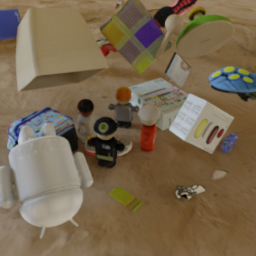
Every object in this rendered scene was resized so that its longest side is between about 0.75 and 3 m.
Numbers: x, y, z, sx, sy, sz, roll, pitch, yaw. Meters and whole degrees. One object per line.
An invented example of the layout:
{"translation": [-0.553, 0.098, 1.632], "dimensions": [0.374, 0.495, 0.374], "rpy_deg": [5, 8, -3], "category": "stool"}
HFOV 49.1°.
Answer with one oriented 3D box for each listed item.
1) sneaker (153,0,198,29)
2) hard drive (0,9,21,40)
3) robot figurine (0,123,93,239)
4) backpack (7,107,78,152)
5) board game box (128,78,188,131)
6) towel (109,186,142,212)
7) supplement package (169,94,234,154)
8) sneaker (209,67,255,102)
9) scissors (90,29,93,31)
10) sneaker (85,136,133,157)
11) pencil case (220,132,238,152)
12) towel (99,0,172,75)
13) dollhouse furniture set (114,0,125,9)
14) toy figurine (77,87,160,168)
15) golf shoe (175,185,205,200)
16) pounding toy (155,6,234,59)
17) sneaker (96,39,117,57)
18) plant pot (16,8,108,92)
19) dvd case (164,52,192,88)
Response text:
{"translation": [2.148, -5.069, 12.237], "dimensions": [2.333, 0.860, 1.012], "rpy_deg": [-29, 0, 25], "category": "sneaker"}
{"translation": [-4.896, -3.911, 10.698], "dimensions": [1.604, 1.058, 0.203], "rpy_deg": [-17, 20, -24], "category": "hard drive"}
{"translation": [-2.237, 1.374, 7.648], "dimensions": [2.493, 1.660, 2.940], "rpy_deg": [-11, 71, -27], "category": "robot figurine"}
{"translation": [-3.185, 0.214, 9.891], "dimensions": [2.277, 1.532, 2.079], "rpy_deg": [26, 44, 33], "category": "backpack"}
{"translation": [1.473, -1.147, 12.325], "dimensions": [1.950, 0.850, 2.643], "rpy_deg": [-20, 39, -24], "category": "board game box"}
{"translation": [-0.080, 2.124, 8.470], "dimensions": [1.009, 0.091, 0.434], "rpy_deg": [27, 43, 32], "category": "towel"}
{"translation": [2.143, -0.119, 8.254], "dimensions": [1.192, 1.246, 0.917], "rpy_deg": [24, 10, -28], "category": "supplement package"}
{"translation": [3.761, -1.274, 9.026], "dimensions": [2.670, 1.106, 0.946], "rpy_deg": [1, 61, -21], "category": "sneaker"}
{"translation": [-2.104, -4.173, 11.826], "dimensions": [1.389, 0.508, 0.097], "rpy_deg": [-8, -1, 27], "category": "scissors"}
{"translation": [-0.692, 0.589, 10.047], "dimensions": [1.729, 0.710, 0.673], "rpy_deg": [-2, 36, -4], "category": "sneaker"}
{"translation": [3.766, 0.531, 10.406], "dimensions": [0.402, 0.361, 0.925], "rpy_deg": [-8, 24, 45], "category": "pencil case"}
{"translation": [0.339, -3.570, 11.015], "dimensions": [1.887, 2.627, 0.299], "rpy_deg": [-39, 31, 12], "category": "towel"}
{"translation": [0.074, -4.940, 12.490], "dimensions": [1.148, 0.813, 1.250], "rpy_deg": [43, 19, 27], "category": "dollhouse furniture set"}
{"translation": [-0.434, -0.194, 10.125], "dimensions": [2.704, 1.881, 2.662], "rpy_deg": [-19, 40, -23], "category": "toy figurine"}
{"translation": [1.902, 1.982, 8.504], "dimensions": [0.922, 0.358, 0.436], "rpy_deg": [-6, 47, 3], "category": "golf shoe"}
{"translation": [2.482, -3.831, 10.723], "dimensions": [2.849, 2.199, 1.322], "rpy_deg": [-7, 72, -14], "category": "pounding toy"}
{"translation": [-1.157, -3.360, 11.963], "dimensions": [1.707, 0.725, 0.657], "rpy_deg": [1, 31, 34], "category": "sneaker"}
{"translation": [-2.751, -2.921, 10.455], "dimensions": [2.695, 2.389, 2.698], "rpy_deg": [-15, 2, -34], "category": "plant pot"}
{"translation": [1.656, -1.886, 9.193], "dimensions": [1.059, 0.755, 0.093], "rpy_deg": [28, -2, -44], "category": "dvd case"}
